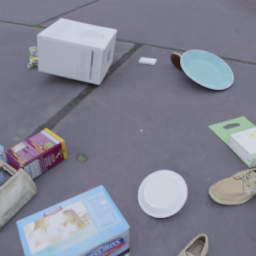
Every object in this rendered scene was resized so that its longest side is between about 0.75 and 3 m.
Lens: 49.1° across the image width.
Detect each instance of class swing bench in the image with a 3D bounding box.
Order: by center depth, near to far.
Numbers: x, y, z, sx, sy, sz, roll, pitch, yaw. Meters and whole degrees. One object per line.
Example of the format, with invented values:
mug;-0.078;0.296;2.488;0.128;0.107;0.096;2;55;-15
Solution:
swing bench;-3.245;1.591;6.949;1.327;0.861;1.320;18;41;21

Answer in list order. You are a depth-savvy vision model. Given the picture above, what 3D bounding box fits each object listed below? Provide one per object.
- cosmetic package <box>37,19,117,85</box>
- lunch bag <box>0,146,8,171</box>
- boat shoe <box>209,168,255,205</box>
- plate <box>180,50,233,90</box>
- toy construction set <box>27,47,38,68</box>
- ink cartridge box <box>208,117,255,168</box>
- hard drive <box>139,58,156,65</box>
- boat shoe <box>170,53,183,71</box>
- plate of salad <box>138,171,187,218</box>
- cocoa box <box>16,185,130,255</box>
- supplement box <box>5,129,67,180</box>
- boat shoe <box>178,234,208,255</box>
cosmetic package;-2.154;-3.412;12.293;2.719;1.671;2.710;14;35;2
lunch bag;-4.455;1.017;7.775;2.023;0.764;1.621;8;37;12
boat shoe;3.138;1.402;7.302;2.161;0.702;0.779;-9;39;-11
plate;3.369;-2.476;12.136;2.442;0.312;2.442;9;52;-12
toy construction set;-4.402;-3.364;13.514;0.880;0.618;1.342;-9;50;-10
ink cartridge box;3.864;0.226;8.994;1.575;0.519;2.165;-14;42;-16
hard drive;0.961;-3.276;13.748;0.777;0.104;0.513;9;38;12
boat shoe;2.710;-2.949;12.964;0.648;0.647;1.752;-23;55;-31
plate of salad;0.876;1.686;7.156;1.290;0.310;1.290;-13;48;15
cocoa box;-1.060;2.307;5.698;1.912;1.255;1.275;-20;42;-23
supplement box;-2.611;0.771;8.083;0.923;0.727;1.409;30;47;32
boat shoe;1.229;2.758;5.783;0.498;0.449;1.381;29;47;32
